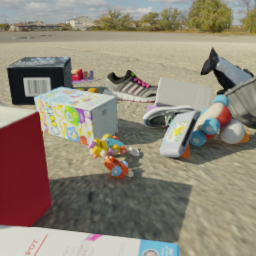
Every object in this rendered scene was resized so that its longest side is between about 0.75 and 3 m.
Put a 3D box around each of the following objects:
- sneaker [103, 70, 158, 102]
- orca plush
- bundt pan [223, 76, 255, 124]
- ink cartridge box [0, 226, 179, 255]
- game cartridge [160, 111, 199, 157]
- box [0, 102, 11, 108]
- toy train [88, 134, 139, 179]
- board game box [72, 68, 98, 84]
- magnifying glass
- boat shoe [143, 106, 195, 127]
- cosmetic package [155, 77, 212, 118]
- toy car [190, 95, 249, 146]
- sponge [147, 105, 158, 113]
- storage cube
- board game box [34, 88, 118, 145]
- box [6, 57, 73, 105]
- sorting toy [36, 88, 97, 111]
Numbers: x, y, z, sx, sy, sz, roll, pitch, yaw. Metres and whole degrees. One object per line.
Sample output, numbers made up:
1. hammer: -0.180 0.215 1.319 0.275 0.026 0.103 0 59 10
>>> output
1. sneaker: 0.269 -1.720 11.159 2.651 1.160 0.978 5 21 13
2. orca plush: 3.058 -1.109 8.382 2.896 1.524 1.030 16 -34 -35
3. bundt pan: 4.184 -0.919 7.922 2.855 1.072 2.855 -20 -9 -3
4. ink cartridge box: -0.599 1.705 2.720 2.126 0.721 1.224 3 21 9
5. game cartridge: 1.150 0.141 6.408 0.229 1.133 0.755 34 -21 -18
6. box: -4.309 -0.315 8.427 1.523 0.465 1.924 -18 28 -39
7. toy train: -0.313 0.648 6.038 1.115 0.413 1.485 34 17 7
8. board game box: -3.118 -2.925 15.194 2.952 0.575 2.333 -15 25 -35
9. magnifying glass: 1.398 0.233 7.121 0.685 0.193 1.721 22 26 -4
10. boat shoe: 1.217 -0.271 8.094 1.560 0.559 0.529 -7 24 -4
11. cosmetic package: 1.713 -0.938 8.824 1.661 0.887 0.749 14 -11 5
12. toy car: 2.406 0.066 7.064 1.259 1.113 1.160 36 51 1
13. sponge: 0.890 -0.418 8.730 0.121 0.451 0.808 -4 19 -39
14. storage cube: -2.319 0.690 4.033 1.631 1.715 1.908 8 23 19
15. board game box: -1.403 -0.353 7.624 2.012 1.037 1.055 14 31 32
16. box: -3.453 -2.036 11.540 2.059 1.485 2.775 -2 21 -6
17. sorting toy: -2.057 -0.952 9.735 1.722 0.309 2.311 5 33 16
